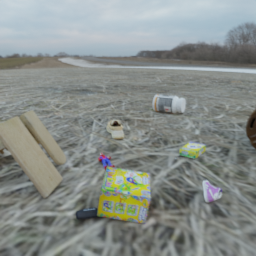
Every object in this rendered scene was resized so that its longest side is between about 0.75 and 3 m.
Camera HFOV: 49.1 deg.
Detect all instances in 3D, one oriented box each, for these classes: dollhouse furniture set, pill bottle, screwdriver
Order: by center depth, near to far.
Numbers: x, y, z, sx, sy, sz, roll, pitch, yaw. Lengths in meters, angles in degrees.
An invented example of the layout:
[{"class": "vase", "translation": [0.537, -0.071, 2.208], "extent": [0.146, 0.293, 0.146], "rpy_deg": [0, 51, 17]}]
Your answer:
[{"class": "screwdriver", "translation": [-0.376, 1.870, 6.392], "extent": [1.645, 0.229, 0.239], "rpy_deg": [-3, -12, -19]}, {"class": "dollhouse furniture set", "translation": [-3.406, 1.134, 8.365], "extent": [2.628, 2.141, 2.499], "rpy_deg": [-32, 8, 18]}, {"class": "pill bottle", "translation": [2.294, -1.325, 15.690], "extent": [1.670, 0.972, 0.972], "rpy_deg": [9, 19, 27]}]

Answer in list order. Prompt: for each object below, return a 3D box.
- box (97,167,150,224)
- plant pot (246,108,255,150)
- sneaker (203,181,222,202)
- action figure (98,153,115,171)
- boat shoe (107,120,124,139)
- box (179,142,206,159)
[{"class": "box", "translation": [-0.072, 1.505, 6.445], "extent": [1.080, 0.684, 1.122], "rpy_deg": [9, 18, 1]}, {"class": "plant pot", "translation": [5.578, -0.294, 9.964], "extent": [2.595, 2.595, 2.569], "rpy_deg": [14, 29, 39]}, {"class": "sneaker", "translation": [2.133, 1.565, 7.047], "extent": [0.440, 0.280, 0.773], "rpy_deg": [-22, 21, 18]}, {"class": "action figure", "translation": [-0.729, 1.058, 8.984], "extent": [0.377, 0.297, 1.151], "rpy_deg": [-8, 16, -18]}, {"class": "boat shoe", "translation": [-0.534, -0.048, 12.033], "extent": [0.651, 0.610, 1.765], "rpy_deg": [-5, 17, -16]}, {"class": "box", "translation": [2.253, 0.792, 9.880], "extent": [0.629, 0.259, 1.071], "rpy_deg": [11, 21, 33]}]
